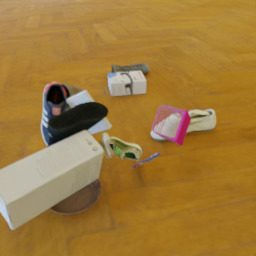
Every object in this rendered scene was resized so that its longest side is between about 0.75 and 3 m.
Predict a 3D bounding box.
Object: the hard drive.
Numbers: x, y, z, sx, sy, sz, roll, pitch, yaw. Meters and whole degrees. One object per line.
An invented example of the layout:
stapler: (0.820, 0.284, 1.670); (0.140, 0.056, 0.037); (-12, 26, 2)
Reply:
hard drive: (-1.343, -0.496, 9.582); (0.996, 1.510, 0.198); (-16, 29, 39)

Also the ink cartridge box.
ink cartridge box: (-0.071, -2.296, 14.382); (1.800, 0.758, 1.302); (-6, 36, -8)

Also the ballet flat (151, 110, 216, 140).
ballet flat: (2.255, -0.247, 11.330); (2.861, 0.993, 0.993); (-10, 36, -14)

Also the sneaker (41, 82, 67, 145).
sneaker: (-2.503, -0.404, 9.599); (0.908, 2.423, 1.024); (-6, -4, -25)

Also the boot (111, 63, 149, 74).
boot: (0.143, -3.134, 15.740); (2.093, 0.759, 1.903); (3, 37, -7)

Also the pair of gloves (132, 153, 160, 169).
pair of gloves: (0.597, 1.121, 9.458); (1.136, 0.129, 0.913); (-30, -5, 10)

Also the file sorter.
file sorter: (1.491, -0.087, 9.654); (0.952, 1.055, 1.517); (19, -3, 19)

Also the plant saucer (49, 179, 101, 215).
plant saucer: (-1.704, 2.022, 8.626); (1.784, 0.326, 1.784); (0, 36, 0)

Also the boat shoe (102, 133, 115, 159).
boat shoe: (-0.551, 0.490, 8.266); (0.306, 0.280, 0.818); (19, 49, -52)

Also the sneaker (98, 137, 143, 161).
sneaker: (-0.245, 0.692, 8.518); (1.420, 0.546, 0.629); (11, 23, -2)

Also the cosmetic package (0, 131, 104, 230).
cosmetic package: (-2.169, 1.372, 7.863); (2.923, 1.486, 1.082); (-25, 58, -34)

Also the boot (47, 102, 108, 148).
boot: (-1.690, 0.190, 8.948); (2.102, 1.767, 0.803); (-26, 60, -36)

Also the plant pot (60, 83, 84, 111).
plant pot: (-2.622, -1.478, 13.012); (1.254, 1.254, 1.088); (27, 27, 33)
